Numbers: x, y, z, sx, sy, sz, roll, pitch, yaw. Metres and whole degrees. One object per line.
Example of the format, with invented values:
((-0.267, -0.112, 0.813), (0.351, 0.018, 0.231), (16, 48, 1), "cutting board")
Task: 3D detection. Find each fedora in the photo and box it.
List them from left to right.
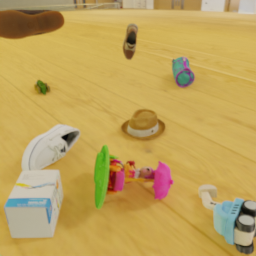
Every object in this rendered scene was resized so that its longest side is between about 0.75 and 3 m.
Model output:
((0.580, -0.249, 10.677), (1.782, 0.727, 1.782), (0, 30, 0), "fedora")

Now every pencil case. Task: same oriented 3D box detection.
((2.986, -3.125, 15.400), (1.044, 1.134, 2.454), (13, 31, -5), "pencil case")

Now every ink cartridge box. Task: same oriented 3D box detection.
((-2.200, 1.788, 6.755), (0.965, 0.982, 1.334), (-1, 29, -1), "ink cartridge box")

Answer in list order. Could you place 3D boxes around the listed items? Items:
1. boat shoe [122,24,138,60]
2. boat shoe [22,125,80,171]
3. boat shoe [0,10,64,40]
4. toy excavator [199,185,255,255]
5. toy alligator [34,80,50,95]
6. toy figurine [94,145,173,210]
((0.074, -3.654, 12.194), (0.634, 1.673, 0.601), (3, 46, -2), "boat shoe")
((-2.358, 0.590, 8.939), (0.852, 0.959, 2.607), (4, 30, 16), "boat shoe")
((-3.540, -3.554, 9.590), (2.636, 0.928, 0.927), (-17, 27, -35), "boat shoe")
((2.293, 1.998, 6.729), (1.606, 0.802, 1.562), (8, 28, 32), "toy excavator")
((-4.527, -2.216, 14.452), (0.652, 0.473, 1.968), (-15, 33, -26), "toy alligator")
((0.168, 1.338, 7.603), (1.991, 1.624, 2.163), (8, 2, -13), "toy figurine")
